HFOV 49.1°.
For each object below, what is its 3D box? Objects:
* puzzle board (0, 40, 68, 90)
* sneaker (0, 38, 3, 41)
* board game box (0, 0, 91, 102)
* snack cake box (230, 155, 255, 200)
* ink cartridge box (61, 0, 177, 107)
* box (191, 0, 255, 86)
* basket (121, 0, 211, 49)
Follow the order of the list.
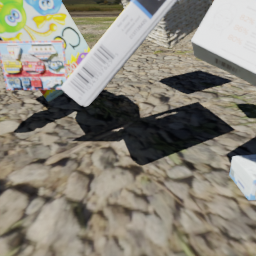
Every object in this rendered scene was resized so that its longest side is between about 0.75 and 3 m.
[{"bbox_3d":[-1.815,-1.187,5.395,1.253,0.944,0.109,-1,26,1],"label":"puzzle board"},{"bbox_3d":[-3.971,-2.195,6.298,0.883,1.055,2.384,-33,-2,31],"label":"sneaker"},{"bbox_3d":[-2.123,-2.282,6.379,1.478,2.870,1.505,-35,27,-7],"label":"board game box"},{"bbox_3d":[2.950,0.944,5.641,1.482,0.498,0.852,-3,24,-6],"label":"snack cake box"},{"bbox_3d":[-0.103,-1.789,5.562,0.652,2.742,2.775,38,7,-14],"label":"ink cartridge box"},{"bbox_3d":[1.584,-1.368,3.588,0.989,1.299,0.691,33,7,15],"label":"box"},{"bbox_3d":[1.261,-4.080,9.114,2.200,1.786,2.220,-38,45,-13],"label":"basket"}]
